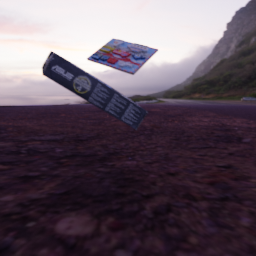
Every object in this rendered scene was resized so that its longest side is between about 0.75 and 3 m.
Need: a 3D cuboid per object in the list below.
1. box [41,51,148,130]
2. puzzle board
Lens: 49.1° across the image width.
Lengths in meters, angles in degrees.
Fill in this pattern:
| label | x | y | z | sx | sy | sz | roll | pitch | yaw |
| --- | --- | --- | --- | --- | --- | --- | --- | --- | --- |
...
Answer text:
| label | x | y | z | sx | sy | sz | roll | pitch | yaw |
| --- | --- | --- | --- | --- | --- | --- | --- | --- | --- |
| box | -0.755 | -0.812 | 5.723 | 2.038 | 0.500 | 1.643 | 30 | 8 | -22 |
| puzzle board | -0.256 | -3.060 | 11.566 | 2.451 | 0.213 | 1.847 | 24 | 56 | 29 |
